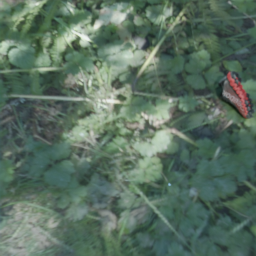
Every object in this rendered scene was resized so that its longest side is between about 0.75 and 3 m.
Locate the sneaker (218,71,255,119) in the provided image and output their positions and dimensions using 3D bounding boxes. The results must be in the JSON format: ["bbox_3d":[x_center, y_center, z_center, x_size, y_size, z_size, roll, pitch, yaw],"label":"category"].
[{"bbox_3d":[3.808,-1.080,9.967,0.630,0.871,1.783,-26,89,-46],"label":"sneaker"}]
